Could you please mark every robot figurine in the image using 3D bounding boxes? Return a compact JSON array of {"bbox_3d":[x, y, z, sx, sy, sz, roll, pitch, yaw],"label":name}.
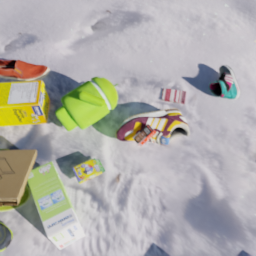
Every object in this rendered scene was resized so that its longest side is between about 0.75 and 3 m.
[{"bbox_3d":[-1.513,-0.952,10.782,2.578,2.262,1.491,-35,102,-9],"label":"robot figurine"}]

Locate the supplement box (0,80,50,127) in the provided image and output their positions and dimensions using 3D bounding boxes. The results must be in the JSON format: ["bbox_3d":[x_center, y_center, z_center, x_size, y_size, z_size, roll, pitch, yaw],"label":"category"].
[{"bbox_3d":[-4.460,-0.939,11.138,2.329,1.276,1.268,-4,56,-2],"label":"supplement box"}]

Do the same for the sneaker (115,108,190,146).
[{"bbox_3d":[0.947,0.134,10.532,2.784,1.043,1.254,-17,53,-10],"label":"sneaker"}]

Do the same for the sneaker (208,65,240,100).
[{"bbox_3d":[4.031,-2.004,12.232,1.121,0.776,1.856,-2,56,-13],"label":"sneaker"}]

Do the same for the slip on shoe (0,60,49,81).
[{"bbox_3d":[-4.819,-2.662,12.666,2.469,0.755,0.914,4,54,1],"label":"slip on shoe"}]

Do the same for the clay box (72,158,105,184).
[{"bbox_3d":[-1.374,1.478,9.836,1.028,0.245,0.591,-24,60,-18],"label":"clay box"}]

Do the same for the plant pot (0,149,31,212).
[{"bbox_3d":[-4.156,1.615,9.279,1.723,1.723,1.584,-13,46,-9],"label":"plant pot"}]

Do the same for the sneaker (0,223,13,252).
[{"bbox_3d":[-4.717,2.958,8.549,2.603,1.054,0.962,21,57,14],"label":"sneaker"}]

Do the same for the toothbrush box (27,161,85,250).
[{"bbox_3d":[-2.235,2.389,8.635,0.930,1.573,2.161,-25,59,-16],"label":"toothbrush box"}]

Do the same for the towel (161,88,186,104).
[{"bbox_3d":[1.994,-1.398,12.171,1.019,0.116,0.734,10,55,7],"label":"towel"}]

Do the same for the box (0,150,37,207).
[{"bbox_3d":[-3.874,1.338,7.905,2.082,0.271,2.547,-1,24,-7],"label":"box"}]

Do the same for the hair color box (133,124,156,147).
[{"bbox_3d":[0.582,0.270,10.062,0.773,0.237,0.393,-43,57,8],"label":"hair color box"}]
